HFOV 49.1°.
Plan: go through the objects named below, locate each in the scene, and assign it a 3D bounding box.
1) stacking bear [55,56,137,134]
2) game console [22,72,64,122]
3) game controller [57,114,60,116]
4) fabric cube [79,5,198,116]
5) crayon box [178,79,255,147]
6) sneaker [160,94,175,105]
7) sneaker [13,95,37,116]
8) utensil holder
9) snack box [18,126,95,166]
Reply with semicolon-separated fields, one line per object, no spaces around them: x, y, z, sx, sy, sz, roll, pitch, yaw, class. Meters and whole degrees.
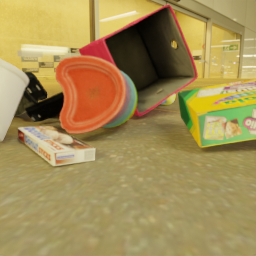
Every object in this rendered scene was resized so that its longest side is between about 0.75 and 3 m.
-0.488;-0.706;7.149;1.546;1.650;2.718;-7;-3;12;stacking bear
-2.304;-0.825;7.387;1.125;0.230;1.907;-25;-28;-4;game console
-1.932;-0.648;9.279;2.122;0.447;1.107;6;18;9;game controller
0.287;-2.262;9.824;2.667;2.617;2.659;-33;19;-17;fabric cube
2.596;-0.487;6.079;2.665;0.777;2.299;-10;15;4;crayon box
0.617;-1.570;12.438;2.782;1.054;1.461;10;16;35;sneaker
-3.456;-1.008;9.004;2.864;1.085;1.254;3;12;44;sneaker
-2.906;-0.578;5.772;1.224;1.440;1.224;14;-16;4;utensil holder
-1.514;0.293;5.590;0.782;0.264;2.175;-5;14;-35;snack box
